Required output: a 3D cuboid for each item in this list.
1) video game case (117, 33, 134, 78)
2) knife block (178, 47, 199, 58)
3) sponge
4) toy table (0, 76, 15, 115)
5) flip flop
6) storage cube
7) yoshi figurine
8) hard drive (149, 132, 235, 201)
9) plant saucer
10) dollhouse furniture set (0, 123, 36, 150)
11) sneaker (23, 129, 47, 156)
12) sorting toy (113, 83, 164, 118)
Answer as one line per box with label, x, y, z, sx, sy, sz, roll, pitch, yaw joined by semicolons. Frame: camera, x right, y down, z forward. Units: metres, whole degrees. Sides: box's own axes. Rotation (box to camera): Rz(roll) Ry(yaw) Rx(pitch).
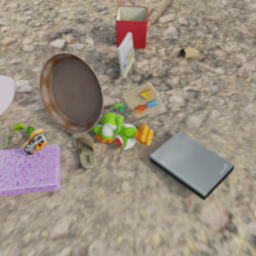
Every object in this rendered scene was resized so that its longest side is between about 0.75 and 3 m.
video game case;-0.083;-3.288;12.658;0.170;1.407;1.545;8;47;17
knife block;2.964;-3.679;13.940;0.887;0.284;0.778;29;57;22
sponge;-3.784;1.443;9.431;2.912;0.434;1.625;-6;51;-4
toy table;-5.645;-1.359;10.847;1.448;2.273;2.472;16;15;2
flip flop;-1.581;0.709;10.077;0.703;0.499;1.735;-13;49;-11
storage cube;0.198;-5.144;14.341;1.741;1.565;1.488;3;50;4
yoshi figurine;-0.235;-0.042;10.287;2.199;1.236;1.231;8;27;24
hard drive;2.131;1.205;9.537;1.633;0.385;2.339;-36;51;-26
plant saucer;-1.992;-1.234;10.081;2.900;2.900;0.465;25;29;20
dollhouse furniture set;-4.201;0.428;10.487;1.761;0.680;0.880;-17;57;11
sneaker;-3.021;0.581;9.127;0.506;1.293;0.499;-26;74;-46
sorting toy;0.324;-0.851;10.348;1.718;1.270;0.253;-21;36;24
